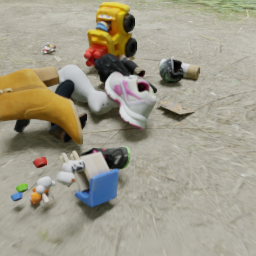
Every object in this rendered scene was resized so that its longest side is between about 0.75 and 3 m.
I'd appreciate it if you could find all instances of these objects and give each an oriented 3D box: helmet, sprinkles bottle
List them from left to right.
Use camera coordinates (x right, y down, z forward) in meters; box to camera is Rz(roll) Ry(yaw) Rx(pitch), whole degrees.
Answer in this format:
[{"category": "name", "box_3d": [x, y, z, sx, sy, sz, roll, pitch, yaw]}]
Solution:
[{"category": "helmet", "box_3d": [1.786, -2.400, 11.735, 0.960, 1.007, 1.007, 9, 29, -19]}, {"category": "sprinkles bottle", "box_3d": [2.289, -2.627, 12.500, 1.745, 0.595, 0.595, 17, 36, 25]}]

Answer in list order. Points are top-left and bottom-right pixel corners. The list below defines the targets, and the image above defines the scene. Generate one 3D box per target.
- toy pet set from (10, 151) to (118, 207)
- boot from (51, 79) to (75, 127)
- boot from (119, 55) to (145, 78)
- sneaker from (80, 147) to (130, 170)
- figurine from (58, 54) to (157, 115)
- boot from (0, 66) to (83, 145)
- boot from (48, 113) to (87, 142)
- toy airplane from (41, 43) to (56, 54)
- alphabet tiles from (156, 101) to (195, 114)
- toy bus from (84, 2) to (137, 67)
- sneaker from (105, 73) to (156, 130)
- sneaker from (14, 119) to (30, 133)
[{"category": "toy pet set", "box_3d": [-1.200, 1.296, 5.778, 1.770, 1.896, 1.007, -11, 66, -40]}, {"category": "boot", "box_3d": [-2.079, -0.766, 9.087, 1.469, 0.561, 1.235, -50, 43, 3]}, {"category": "boot", "box_3d": [0.237, -2.630, 12.466, 1.146, 0.557, 1.522, 40, 7, 15]}, {"category": "sneaker", "box_3d": [-0.573, 0.747, 6.802, 1.494, 0.573, 0.626, -12, -14, 38]}, {"category": "figurine", "box_3d": [-0.808, -1.531, 10.332, 2.853, 1.228, 2.784, -25, 44, -31]}, {"category": "boot", "box_3d": [-2.526, -0.435, 7.698, 1.930, 0.949, 2.696, -22, 73, -20]}, {"category": "boot", "box_3d": [-1.831, -0.117, 8.630, 0.649, 0.500, 1.340, 15, 39, 22]}, {"category": "toy airplane", "box_3d": [-4.392, -4.378, 15.308, 0.791, 0.558, 0.788, -1, 33, -2]}, {"category": "alphabet tiles", "box_3d": [1.611, -0.731, 9.788, 1.165, 0.044, 0.974, 28, 26, 37]}, {"category": "toy bus", "box_3d": [-1.042, -4.030, 12.913, 1.857, 2.737, 2.627, 22, 47, 28]}, {"category": "sneaker", "box_3d": [0.167, -1.126, 8.896, 1.069, 1.160, 2.629, 23, 24, -40]}, {"category": "sneaker", "box_3d": [-3.110, -0.213, 8.264, 0.343, 0.978, 0.401, 28, 54, -26]}]
